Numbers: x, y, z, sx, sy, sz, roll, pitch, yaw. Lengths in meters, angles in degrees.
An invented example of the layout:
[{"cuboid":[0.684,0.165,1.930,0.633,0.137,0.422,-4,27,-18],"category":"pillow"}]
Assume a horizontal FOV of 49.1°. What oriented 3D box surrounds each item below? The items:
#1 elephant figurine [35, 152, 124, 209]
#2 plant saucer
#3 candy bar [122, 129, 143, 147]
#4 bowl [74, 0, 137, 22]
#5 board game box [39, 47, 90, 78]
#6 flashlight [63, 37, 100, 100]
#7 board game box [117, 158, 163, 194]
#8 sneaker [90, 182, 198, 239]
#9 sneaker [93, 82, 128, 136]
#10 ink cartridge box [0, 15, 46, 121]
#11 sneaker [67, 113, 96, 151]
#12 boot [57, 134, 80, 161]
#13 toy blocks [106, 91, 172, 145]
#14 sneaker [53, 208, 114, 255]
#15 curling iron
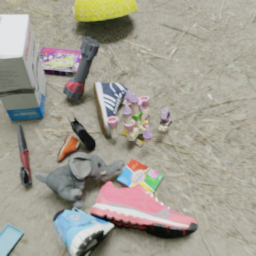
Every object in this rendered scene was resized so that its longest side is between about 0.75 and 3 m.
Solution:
[{"cuboid":[-1.338,1.247,8.253,1.368,1.501,1.934,21,66,41],"category":"elephant figurine"},{"cuboid":[-3.539,3.389,7.455,0.579,0.157,1.656,21,47,15],"category":"plant saucer"},{"cuboid":[0.158,0.358,9.708,0.923,0.230,0.102,35,33,22],"category":"candy bar"},{"cuboid":[-1.130,-5.987,12.725,2.955,1.590,2.955,-6,31,4],"category":"bowl"},{"cuboid":[-2.725,-2.792,11.886,2.306,0.372,1.384,6,51,5],"category":"board game box"},{"cuboid":[-1.687,-2.116,10.063,0.771,2.277,0.774,27,30,2],"category":"flashlight"},{"cuboid":[0.376,1.610,8.807,1.187,0.239,0.909,27,59,18],"category":"board game box"},{"cuboid":[0.477,2.185,7.806,2.967,1.094,1.287,10,57,8],"category":"sneaker"},{"cuboid":[-0.511,-0.767,10.161,1.211,0.783,2.233,-6,61,-16],"category":"sneaker"},{"cuboid":[-3.766,-1.990,9.639,1.248,2.960,2.161,-4,55,-6],"category":"ink cartridge box"},{"cuboid":[-1.526,0.150,9.196,0.403,1.342,0.700,-36,48,-10],"category":"sneaker"},{"cuboid":[-1.987,0.730,9.303,0.521,0.364,0.971,32,81,-20],"category":"boot"},{"cuboid":[0.366,-0.542,9.204,1.749,1.473,1.635,12,39,25],"category":"toy blocks"},{"cuboid":[-1.104,2.378,6.813,1.164,2.589,1.015,39,73,17],"category":"sneaker"},{"cuboid":[-3.402,0.816,9.145,0.316,0.613,2.471,-11,51,-14],"category":"curling iron"}]
